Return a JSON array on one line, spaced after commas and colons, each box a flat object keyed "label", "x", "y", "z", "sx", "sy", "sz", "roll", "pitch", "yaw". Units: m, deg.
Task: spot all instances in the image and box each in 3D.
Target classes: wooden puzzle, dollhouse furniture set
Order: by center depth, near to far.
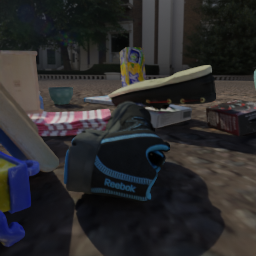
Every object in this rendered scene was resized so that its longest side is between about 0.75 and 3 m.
[{"label": "wooden puzzle", "x": -1.917, "y": -0.368, "z": 3.854, "sx": 0.517, "sy": 2.068, "sz": 2.232, "roll": -39, "pitch": 22, "yaw": -12}, {"label": "dollhouse furniture set", "x": -3.617, "y": -1.180, "z": 7.805, "sx": 2.289, "sy": 1.582, "sz": 2.424, "roll": -7, "pitch": 10, "yaw": -27}]

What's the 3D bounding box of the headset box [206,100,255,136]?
[{"label": "headset box", "x": 2.677, "y": -0.266, "z": 6.673, "sx": 1.001, "sy": 0.505, "sz": 1.347, "roll": -15, "pitch": 16, "yaw": -15}]

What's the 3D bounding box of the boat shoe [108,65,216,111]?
[{"label": "boat shoe", "x": 0.773, "y": -0.851, "z": 7.225, "sx": 2.893, "sy": 0.907, "sz": 1.058, "roll": -7, "pitch": 19, "yaw": 29}]

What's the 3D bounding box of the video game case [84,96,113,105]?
[{"label": "video game case", "x": -0.692, "y": -1.252, "z": 12.730, "sx": 2.223, "sy": 0.198, "sz": 1.591, "roll": 10, "pitch": 16, "yaw": 42}]

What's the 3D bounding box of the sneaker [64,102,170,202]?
[{"label": "sneaker", "x": 0.065, "y": 0.295, "z": 3.876, "sx": 0.997, "sy": 0.891, "sz": 2.433, "roll": 15, "pitch": 22, "yaw": 11}]

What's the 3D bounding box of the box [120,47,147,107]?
[{"label": "box", "x": 0.191, "y": -1.817, "z": 10.382, "sx": 0.697, "sy": 2.169, "sz": 0.760, "roll": -5, "pitch": 2, "yaw": -21}]

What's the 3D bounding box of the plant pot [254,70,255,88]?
[{"label": "plant pot", "x": 5.600, "y": -1.385, "z": 10.240, "sx": 1.961, "sy": 1.321, "sz": 1.961, "roll": 5, "pitch": 4, "yaw": 0}]

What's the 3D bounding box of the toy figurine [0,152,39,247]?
[{"label": "toy figurine", "x": -1.301, "y": 0.351, "z": 2.282, "sx": 2.539, "sy": 1.339, "sz": 1.521, "roll": 11, "pitch": 10, "yaw": 39}]

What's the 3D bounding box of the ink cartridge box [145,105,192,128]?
[{"label": "ink cartridge box", "x": 0.725, "y": -0.426, "z": 8.023, "sx": 1.523, "sy": 0.382, "sz": 1.755, "roll": 15, "pitch": 19, "yaw": 38}]

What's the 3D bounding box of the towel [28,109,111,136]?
[{"label": "towel", "x": -1.791, "y": -0.215, "z": 7.047, "sx": 2.848, "sy": 0.426, "sz": 2.084, "roll": -2, "pitch": 11, "yaw": -8}]

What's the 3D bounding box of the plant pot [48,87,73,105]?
[{"label": "plant pot", "x": -2.905, "y": -1.395, "z": 12.166, "sx": 1.051, "sy": 0.704, "sz": 1.051, "roll": 1, "pitch": 12, "yaw": 0}]
